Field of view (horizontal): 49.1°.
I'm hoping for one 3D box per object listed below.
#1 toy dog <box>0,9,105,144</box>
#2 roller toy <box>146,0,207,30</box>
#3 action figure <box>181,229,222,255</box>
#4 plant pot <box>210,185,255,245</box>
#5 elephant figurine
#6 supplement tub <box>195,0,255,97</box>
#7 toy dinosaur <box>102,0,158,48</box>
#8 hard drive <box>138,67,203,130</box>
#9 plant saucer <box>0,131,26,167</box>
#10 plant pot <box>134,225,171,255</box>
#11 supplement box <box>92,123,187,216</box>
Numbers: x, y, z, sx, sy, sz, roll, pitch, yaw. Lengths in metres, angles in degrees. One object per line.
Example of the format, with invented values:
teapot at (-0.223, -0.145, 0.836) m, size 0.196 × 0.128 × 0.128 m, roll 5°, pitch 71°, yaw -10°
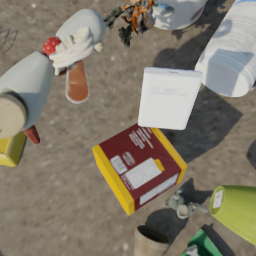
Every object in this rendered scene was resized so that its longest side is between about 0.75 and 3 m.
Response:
toy dog at (-1.208, -0.616, 4.369) m, size 2.435 × 1.173 × 1.606 m, roll -29°, pitch 38°, yaw 12°
roller toy at (1.380, -4.200, 8.234) m, size 2.338 × 1.634 × 2.133 m, roll -13°, pitch 76°, yaw -3°
action figure at (2.409, 4.059, 6.539) m, size 2.927 × 0.800 × 1.729 m, roll 40°, pitch 76°, yaw 6°
plant pot at (2.374, 1.656, 5.595) m, size 1.318 × 1.233 × 1.233 m, roll 20°, pitch 76°, yaw -1°
elephant figurine at (1.456, 2.019, 7.119) m, size 0.604 × 0.662 × 0.853 m, roll -29°, pitch 67°, yaw -30°
supplement tub at (3.111, -2.268, 7.753) m, size 1.600 × 1.600 × 2.425 m, roll 32°, pitch 78°, yaw 8°
toy dinosaur at (0.162, -2.575, 6.460) m, size 1.198 × 1.765 × 0.901 m, roll -36°, pitch 110°, yaw 21°
hard drive at (0.717, -0.491, 5.184) m, size 0.954 × 1.446 × 0.183 m, roll 5°, pitch 54°, yaw 0°
plant saucer at (-3.659, 0.184, 7.734) m, size 1.530 × 0.371 × 1.530 m, roll 10°, pitch 75°, yaw 2°
plant pot at (0.512, 2.937, 6.821) m, size 0.886 × 0.886 × 0.769 m, roll 18°, pitch 92°, yaw 5°
supplement box at (0.222, 0.779, 5.879) m, size 1.393 × 0.925 × 1.374 m, roll -29°, pitch 64°, yaw -14°
